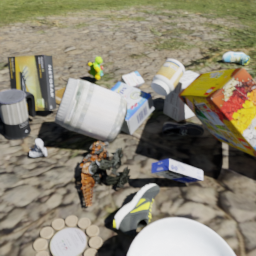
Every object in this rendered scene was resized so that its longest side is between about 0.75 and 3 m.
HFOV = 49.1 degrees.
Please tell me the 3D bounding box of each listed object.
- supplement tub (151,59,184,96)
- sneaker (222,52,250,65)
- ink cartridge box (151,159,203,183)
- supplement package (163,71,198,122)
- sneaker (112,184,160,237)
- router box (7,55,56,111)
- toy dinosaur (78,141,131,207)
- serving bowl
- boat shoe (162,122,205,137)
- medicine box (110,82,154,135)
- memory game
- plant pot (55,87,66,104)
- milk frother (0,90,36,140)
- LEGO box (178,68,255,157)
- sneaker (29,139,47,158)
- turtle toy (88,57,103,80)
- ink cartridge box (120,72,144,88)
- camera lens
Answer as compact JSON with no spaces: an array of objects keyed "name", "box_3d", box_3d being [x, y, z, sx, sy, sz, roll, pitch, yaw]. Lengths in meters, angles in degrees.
[{"name":"supplement tub","box_3d":[1.392,-1.777,9.935,0.821,0.821,1.134,26,71,33]},{"name":"sneaker","box_3d":[6.303,-3.976,16.176,1.549,0.616,1.011,-10,33,-13]},{"name":"ink cartridge box","box_3d":[1.327,1.182,7.498,1.375,0.646,0.304,21,62,-35]},{"name":"supplement package","box_3d":[2.201,-1.279,11.094,1.256,1.613,0.894,-18,36,-30]},{"name":"sneaker","box_3d":[0.353,2.096,7.059,0.693,0.610,1.639,33,52,27]},{"name":"router box","box_3d":[-3.833,-1.773,11.201,1.707,2.171,0.567,0,11,16]},{"name":"toy dinosaur","box_3d":[-0.798,1.264,8.108,1.504,1.132,2.216,-6,60,17]},{"name":"serving bowl","box_3d":[0.960,2.885,5.120,2.294,0.754,2.294,7,50,-9]},{"name":"boat shoe","box_3d":[1.935,0.143,9.993,1.516,0.551,0.475,7,39,23]},{"name":"medicine box","box_3d":[-0.131,-0.775,10.645,1.649,0.849,1.502,26,61,30]},{"name":"memory game","box_3d":[-1.390,2.687,6.494,1.588,0.101,1.588,0,33,0]},{"name":"plant pot","box_3d":[-2.635,-1.485,12.649,1.598,0.220,1.598,3,34,-2]},{"name":"milk frother","box_3d":[-4.319,-0.650,10.131,1.643,1.546,1.483,9,35,5]},{"name":"LEGO box","box_3d":[2.973,-0.515,8.374,1.147,2.213,2.972,-43,9,1]},{"name":"sneaker","box_3d":[-2.933,0.682,8.908,0.506,0.880,0.331,-10,55,-4]},{"name":"turtle toy","box_3d":[-1.545,-2.954,13.800,0.564,1.116,0.813,-27,51,-35]},{"name":"ink cartridge box","box_3d":[0.179,-2.228,13.419,0.924,0.391,0.667,-23,74,-29]},{"name":"camera lens","box_3d":[-1.141,-0.539,8.926,2.018,1.614,1.614,19,30,-16]}]
